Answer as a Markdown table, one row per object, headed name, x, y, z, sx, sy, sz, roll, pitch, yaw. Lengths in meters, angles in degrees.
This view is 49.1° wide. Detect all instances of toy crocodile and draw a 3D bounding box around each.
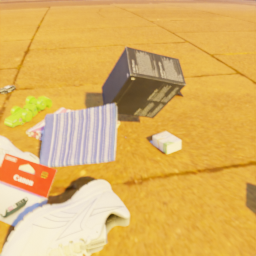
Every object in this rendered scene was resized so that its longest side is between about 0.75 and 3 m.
| name | x | y | z | sx | sy | sz | roll | pitch | yaw |
| --- | --- | --- | --- | --- | --- | --- | --- | --- | --- |
| toy crocodile | -3.791 | -0.635 | 10.766 | 0.736 | 0.673 | 2.181 | 14 | 39 | 20 |

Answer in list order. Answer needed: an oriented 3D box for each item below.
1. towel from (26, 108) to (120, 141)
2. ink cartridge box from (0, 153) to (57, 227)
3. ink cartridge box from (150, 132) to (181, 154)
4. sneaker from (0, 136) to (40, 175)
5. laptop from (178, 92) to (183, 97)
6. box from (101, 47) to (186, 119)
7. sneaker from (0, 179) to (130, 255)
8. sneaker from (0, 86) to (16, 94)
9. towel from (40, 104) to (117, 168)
| name | x | y | z | sx | sy | sz | roll | pitch | yaw |
| --- | --- | --- | --- | --- | --- | --- | --- | --- | --- |
| towel | -1.913 | -0.028 | 9.912 | 2.733 | 0.409 | 2.000 | 14 | 34 | 22 |
| ink cartridge box | -2.675 | 1.471 | 6.667 | 1.683 | 1.461 | 0.366 | 13 | -10 | 20 |
| ink cartridge box | 1.184 | 0.433 | 9.090 | 0.585 | 0.336 | 0.999 | -18 | 29 | -25 |
| sneaker | -3.539 | 0.977 | 7.760 | 2.517 | 0.942 | 1.254 | 18 | 36 | 27 |
| laptop | 1.989 | -1.556 | 12.750 | 0.806 | 0.467 | 0.755 | 22 | 27 | -19 |
| box | 0.392 | -1.286 | 8.610 | 1.825 | 2.004 | 1.043 | 5 | 60 | -27 |
| sneaker | -1.182 | 2.141 | 5.813 | 2.932 | 1.092 | 1.277 | -28 | 46 | -37 |
| sneaker | -5.602 | -1.741 | 12.880 | 0.320 | 0.295 | 0.800 | 10 | 26 | 41 |
| towel | -1.255 | 0.193 | 6.905 | 2.051 | 0.245 | 1.485 | -8 | 65 | 20 |
